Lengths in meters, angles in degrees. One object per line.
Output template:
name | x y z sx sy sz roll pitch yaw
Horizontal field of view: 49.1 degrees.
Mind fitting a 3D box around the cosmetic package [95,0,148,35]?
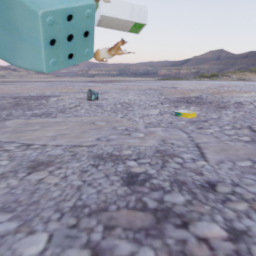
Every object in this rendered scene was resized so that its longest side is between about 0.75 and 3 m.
cosmetic package | -0.285 -4.461 11.217 1.920 0.815 1.033 2 -9 -18

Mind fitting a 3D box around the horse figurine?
horse figurine | -0.403 -1.636 6.115 1.170 0.292 0.775 -6 5 29

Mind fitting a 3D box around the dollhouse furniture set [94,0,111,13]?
dollhouse furniture set | -1.119 -3.489 8.358 0.828 0.634 1.264 -17 -11 -36

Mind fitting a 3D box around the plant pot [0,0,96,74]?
plant pot | -1.979 -2.351 5.878 1.883 1.884 2.666 -28 53 -35

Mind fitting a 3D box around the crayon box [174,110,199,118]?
crayon box | 2.279 -0.533 10.933 0.512 0.210 0.814 -9 15 -38

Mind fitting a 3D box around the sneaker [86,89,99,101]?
sneaker | -2.146 -1.919 16.900 0.701 0.667 1.770 11 17 -12
